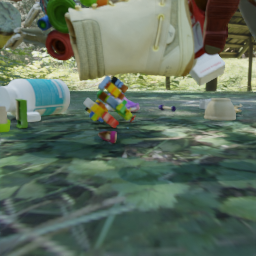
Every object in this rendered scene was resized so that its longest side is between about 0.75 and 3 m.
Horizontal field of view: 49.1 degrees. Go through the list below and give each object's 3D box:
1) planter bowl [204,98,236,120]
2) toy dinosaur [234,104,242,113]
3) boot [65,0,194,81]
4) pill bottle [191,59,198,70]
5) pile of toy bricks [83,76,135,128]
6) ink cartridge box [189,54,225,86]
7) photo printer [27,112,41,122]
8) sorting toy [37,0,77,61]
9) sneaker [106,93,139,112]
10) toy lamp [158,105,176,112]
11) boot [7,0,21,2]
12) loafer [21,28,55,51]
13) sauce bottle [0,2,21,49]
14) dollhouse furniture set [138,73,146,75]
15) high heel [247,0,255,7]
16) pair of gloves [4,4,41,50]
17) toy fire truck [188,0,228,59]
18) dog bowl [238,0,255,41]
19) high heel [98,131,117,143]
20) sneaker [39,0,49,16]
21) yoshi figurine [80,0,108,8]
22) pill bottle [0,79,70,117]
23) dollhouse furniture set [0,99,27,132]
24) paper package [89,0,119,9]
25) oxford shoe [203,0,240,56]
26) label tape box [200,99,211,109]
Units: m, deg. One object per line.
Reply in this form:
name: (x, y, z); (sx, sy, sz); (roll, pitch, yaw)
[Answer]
planter bowl: (3.392, -0.714, 10.295); (1.111, 0.748, 1.111); (1, 10, 0)
toy dinosaur: (4.688, -0.777, 12.301); (0.647, 0.372, 1.279); (-20, 11, -17)
boot: (-0.064, -1.959, 4.532); (1.911, 2.459, 0.895); (-6, -7, -9)
pill bottle: (1.683, -3.133, 9.311); (1.452, 2.583, 1.452); (10, -33, 7)
pile of toy bricks: (-0.386, -0.687, 9.141); (1.431, 1.608, 2.899); (38, -3, -2)
ink cartridge box: (3.053, -2.767, 11.750); (1.230, 1.679, 0.721); (-28, -26, -2)
photo printer: (-3.405, -0.382, 9.697); (0.653, 0.273, 0.785); (-5, 10, -24)
sorting toy: (-1.394, -2.149, 5.941); (0.849, 1.413, 0.580); (24, 39, 0)
sneaker: (-0.319, -1.188, 12.815); (1.997, 0.883, 0.803); (11, 13, 43)
toy lamp: (1.807, -0.945, 13.181); (0.283, 0.283, 0.971); (-7, 11, -36)
boot: (-3.731, -3.809, 7.633); (1.225, 0.588, 1.675); (12, 25, 14)
loafer: (-3.220, -3.212, 9.684); (1.751, 0.610, 0.659); (11, 22, -30)
sauce bottle: (-3.329, -2.359, 6.989); (0.745, 0.745, 2.303); (-7, 0, -37)
dollhouse furniture set: (0.251, -2.791, 10.475); (0.924, 1.197, 2.394); (3, 32, -37)
high heel: (2.751, -2.427, 5.635); (0.378, 0.789, 0.266); (-18, -25, -15)
pair of gloves: (-2.104, -2.050, 5.653); (0.183, 1.044, 0.888); (34, 19, -21)
toy fire truck: (1.705, -2.977, 6.450); (1.607, 2.407, 2.867); (-13, 3, -3)
dog bowl: (3.183, -2.319, 5.816); (0.965, 2.451, 2.451); (-30, -2, 21)
high heel: (-0.466, 0.189, 6.209); (0.375, 0.263, 0.780); (9, -7, -9)
sneaker: (-1.942, -3.058, 6.667); (0.666, 1.395, 0.553); (16, 46, 32)
yoshi figurine: (-1.601, -3.936, 7.847); (2.093, 1.176, 1.172); (7, -25, -18)
pill bottle: (-3.632, -1.162, 10.799); (1.451, 1.451, 2.619); (6, 11, 33)
dollhouse furniture set: (-3.901, -0.334, 7.665); (2.155, 0.832, 1.077); (-6, 10, -32)
paper package: (-0.559, -4.009, 10.089); (1.646, 0.893, 1.726); (-5, 12, -6)
oxford shoe: (1.566, -2.037, 4.914); (0.505, 1.434, 0.536); (8, 41, 0)
label tape box: (4.370, -1.118, 13.589); (1.068, 0.493, 1.490); (-5, 9, -25)
